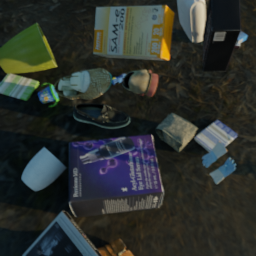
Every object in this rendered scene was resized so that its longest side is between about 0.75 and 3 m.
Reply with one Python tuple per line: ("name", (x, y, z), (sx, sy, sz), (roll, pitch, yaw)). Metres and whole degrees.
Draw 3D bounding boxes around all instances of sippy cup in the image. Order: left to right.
("sippy cup", (-3.354, -1.348, 11.673), (0.677, 0.725, 0.924), (-23, 45, -2))

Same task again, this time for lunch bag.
("lunch bag", (1.770, 0.122, 10.573), (1.250, 0.735, 1.025), (38, 63, 18))

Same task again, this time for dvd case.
("dvd case", (-2.048, 3.849, 7.655), (1.855, 0.305, 2.468), (41, 87, 25))

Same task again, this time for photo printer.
("photo printer", (2.429, -4.574, 10.850), (0.701, 2.019, 1.680), (-20, 58, 4))

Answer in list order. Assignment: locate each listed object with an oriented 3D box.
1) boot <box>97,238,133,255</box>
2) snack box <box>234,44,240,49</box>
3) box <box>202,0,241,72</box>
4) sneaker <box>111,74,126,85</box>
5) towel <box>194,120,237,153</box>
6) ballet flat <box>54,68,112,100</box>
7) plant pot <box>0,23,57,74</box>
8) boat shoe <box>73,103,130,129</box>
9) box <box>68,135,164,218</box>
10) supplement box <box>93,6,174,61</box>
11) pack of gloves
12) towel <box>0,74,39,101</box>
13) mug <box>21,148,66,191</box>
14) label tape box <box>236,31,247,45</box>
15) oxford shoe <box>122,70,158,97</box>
("boot", (-0.799, 3.683, 8.171), (1.423, 0.678, 1.840), (-35, 68, -25))
("snack box", (4.777, -4.344, 14.025), (1.600, 0.195, 0.575), (13, 56, 9))
("box", (3.073, -3.193, 9.456), (0.911, 2.309, 1.630), (0, 71, 8))
("sneaker", (-0.350, -2.134, 12.462), (0.829, 0.273, 0.325), (-27, 73, -18))
("towel", (3.365, 0.365, 10.749), (1.445, 0.172, 1.061), (-34, 60, -24))
("ballet flat", (-1.574, -1.329, 8.826), (0.866, 2.652, 0.935), (4, 83, -38))
("plant pot", (-4.561, -3.246, 12.355), (2.129, 1.992, 1.992), (-23, 58, -5))
("boat shoe", (-1.066, -0.587, 11.042), (2.304, 0.764, 0.861), (13, 56, 9))
("box", (-0.457, 1.560, 9.104), (2.824, 1.473, 2.089), (-6, 56, -5))
("supplement box", (0.151, -3.263, 9.722), (2.599, 1.638, 0.956), (9, 10, 24))
("pack of gloves", (2.569, 1.047, 8.149), (0.208, 1.052, 0.884), (-14, 60, -36))
("towel", (-4.841, -1.766, 12.246), (1.542, 0.237, 1.151), (17, 59, 9))
("mug", (-3.007, 1.407, 9.582), (1.245, 1.049, 1.420), (-48, 39, -15))
("label tape box", (5.304, -4.578, 13.888), (0.670, 0.309, 0.935), (-31, 58, -21))
("oxford shoe", (0.236, -1.441, 8.391), (0.865, 2.312, 0.814), (13, 96, -10))
